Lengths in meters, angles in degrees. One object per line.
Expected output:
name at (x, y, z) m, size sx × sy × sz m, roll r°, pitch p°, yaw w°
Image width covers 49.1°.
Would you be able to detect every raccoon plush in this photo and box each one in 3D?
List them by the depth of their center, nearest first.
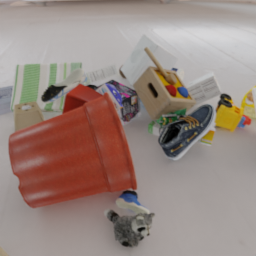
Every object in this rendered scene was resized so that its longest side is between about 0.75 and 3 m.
raccoon plush at (-0.030, 2.095, 6.541) m, size 1.392 × 0.933 × 0.674 m, roll 32°, pitch 20°, yaw 28°

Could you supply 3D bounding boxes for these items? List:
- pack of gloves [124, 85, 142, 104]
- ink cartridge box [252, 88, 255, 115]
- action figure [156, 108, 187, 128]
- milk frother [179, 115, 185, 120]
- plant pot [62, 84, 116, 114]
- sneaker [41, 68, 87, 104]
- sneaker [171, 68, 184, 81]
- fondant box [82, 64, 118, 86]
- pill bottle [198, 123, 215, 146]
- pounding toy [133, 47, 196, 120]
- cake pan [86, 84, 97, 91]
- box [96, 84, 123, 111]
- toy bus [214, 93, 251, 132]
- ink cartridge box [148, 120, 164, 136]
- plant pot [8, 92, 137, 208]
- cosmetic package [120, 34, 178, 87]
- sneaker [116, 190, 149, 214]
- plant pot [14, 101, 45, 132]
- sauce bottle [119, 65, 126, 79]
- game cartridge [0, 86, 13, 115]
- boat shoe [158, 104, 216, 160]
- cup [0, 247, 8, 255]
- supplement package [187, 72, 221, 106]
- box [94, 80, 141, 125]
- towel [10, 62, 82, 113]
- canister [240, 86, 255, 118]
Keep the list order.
pack of gloves at (0.619, -1.266, 11.913) m, size 0.306 × 1.303 × 1.551 m, roll -47°, pitch 42°, yaw 0°
ink cartridge box at (4.909, -0.045, 9.067) m, size 1.119 × 1.921 × 2.654 m, roll -11°, pitch 28°, yaw 20°
action figure at (1.600, -0.264, 10.110) m, size 1.405 × 0.830 × 0.384 m, roll -6°, pitch 10°, yaw -29°
milk frother at (1.690, 0.141, 9.805) m, size 0.867 × 0.922 × 0.832 m, roll -28°, pitch 6°, yaw -37°
plant pot at (-1.310, -0.359, 9.566) m, size 1.491 × 1.691 × 1.692 m, roll 16°, pitch 21°, yaw 0°
sneaker at (-2.443, -1.528, 10.929) m, size 2.027 × 0.734 × 0.728 m, roll -37°, pitch 53°, yaw -12°
sneaker at (1.729, -2.419, 14.139) m, size 1.641 × 0.903 × 2.241 m, roll 9°, pitch 35°, yaw 27°
fondant box at (-1.622, -2.433, 13.308) m, size 1.374 × 0.555 × 1.905 m, roll -9°, pitch 14°, yaw 43°
pill bottle at (2.700, 0.180, 9.528) m, size 0.448 × 0.806 × 0.448 m, roll 15°, pitch 3°, yaw -1°
pounding toy at (1.320, -1.617, 10.659) m, size 1.990 × 1.537 × 2.161 m, roll -2°, pitch 56°, yaw -45°
cake pan at (-2.090, -1.787, 13.500) m, size 1.421 × 0.261 × 1.421 m, roll -2°, pitch 27°, yaw 1°
box at (-1.053, -0.820, 10.494) m, size 1.800 × 1.072 × 0.373 m, roll -35°, pitch -3°, yaw 13°
toy bus at (4.096, -0.548, 11.049) m, size 1.461 × 1.033 × 1.522 m, roll 24°, pitch 34°, yaw 10°
ink cartridge box at (1.303, 0.011, 10.620) m, size 0.904 × 0.380 × 0.660 m, roll 20°, pitch 38°, yaw 29°
plant pot at (-1.475, 0.746, 7.505) m, size 2.711 × 2.787 × 2.787 m, roll -17°, pitch 35°, yaw -8°
cosmetic package at (0.946, -3.041, 13.546) m, size 1.328 × 2.153 × 2.160 m, roll 26°, pitch 21°, yaw -27°
sneaker at (0.203, 1.964, 7.510) m, size 0.967 × 0.371 × 0.538 m, roll 11°, pitch 42°, yaw 29°
plant pot at (-3.749, -0.334, 10.556) m, size 1.175 × 1.041 × 1.176 m, roll -12°, pitch 33°, yaw -18°
sauce bottle at (0.291, -3.551, 15.951) m, size 0.805 × 0.805 × 2.440 m, roll 12°, pitch 33°, yaw 18°
game cartridge at (-5.932, -1.143, 12.359) m, size 2.803 × 0.573 × 1.866 m, roll -18°, pitch 33°, yaw -26°
boat shoe at (1.920, -0.047, 8.907) m, size 0.820 × 1.052 × 2.319 m, roll 34°, pitch 79°, yaw 38°
cup at (-3.218, 2.759, 5.510) m, size 1.615 × 1.155 × 1.615 m, roll 1°, pitch 32°, yaw 0°
supplement package at (3.209, -1.679, 11.869) m, size 1.180 × 0.840 × 1.515 m, roll -25°, pitch 8°, yaw 22°
box at (-0.446, -1.067, 11.573) m, size 1.013 × 1.167 × 1.766 m, roll -30°, pitch 43°, yaw -28°
towel at (-3.423, -1.687, 11.675) m, size 2.896 × 2.209 × 0.339 m, roll 0°, pitch -11°, yaw 8°
canister at (6.077, -0.839, 11.368) m, size 2.464 × 1.066 × 1.830 m, roll 23°, pitch 39°, yaw 34°
